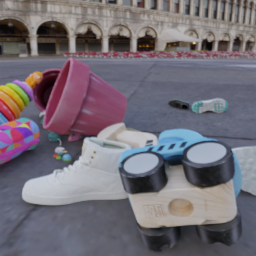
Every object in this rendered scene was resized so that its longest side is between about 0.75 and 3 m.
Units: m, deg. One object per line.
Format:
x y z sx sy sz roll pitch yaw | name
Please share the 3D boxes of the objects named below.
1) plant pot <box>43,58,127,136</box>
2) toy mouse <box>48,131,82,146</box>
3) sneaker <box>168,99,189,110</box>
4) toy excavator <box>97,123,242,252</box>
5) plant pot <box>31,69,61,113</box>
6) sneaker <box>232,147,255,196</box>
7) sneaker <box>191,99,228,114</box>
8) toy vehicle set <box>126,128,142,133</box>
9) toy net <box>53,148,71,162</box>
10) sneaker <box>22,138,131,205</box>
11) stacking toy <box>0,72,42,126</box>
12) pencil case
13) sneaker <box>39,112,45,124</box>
-1.298 -0.726 8.900 2.092 2.337 2.337 21 9 -25 | plant pot
-2.098 0.214 9.268 1.546 0.299 1.374 1 18 4 | toy mouse
2.376 -1.113 13.274 1.030 0.385 0.547 7 16 16 | sneaker
0.536 0.653 5.309 2.841 1.460 2.922 -10 23 17 | toy excavator
-3.008 -1.348 11.806 1.940 1.940 1.736 -5 -1 -15 | plant pot
3.348 0.897 6.314 2.808 1.073 1.130 4 6 -1 | sneaker
3.643 -1.045 12.735 1.709 0.663 0.779 -1 14 -7 | sneaker
0.140 0.314 9.150 0.843 0.180 1.356 -15 23 -39 | toy vehicle set
-1.909 0.753 7.857 0.434 0.160 0.826 -13 20 -27 | toy net
-1.031 0.804 5.758 2.292 1.325 0.844 -4 20 -9 | sneaker
-3.955 -1.133 9.880 1.507 1.425 2.597 -2 41 47 | stacking toy
-3.289 0.471 7.253 1.067 1.067 2.414 5 18 15 | pencil case
-2.734 -0.235 10.485 1.202 0.466 0.548 7 36 -11 | sneaker
